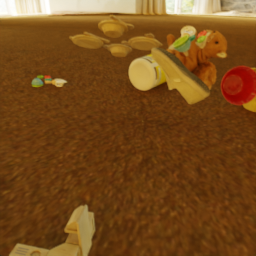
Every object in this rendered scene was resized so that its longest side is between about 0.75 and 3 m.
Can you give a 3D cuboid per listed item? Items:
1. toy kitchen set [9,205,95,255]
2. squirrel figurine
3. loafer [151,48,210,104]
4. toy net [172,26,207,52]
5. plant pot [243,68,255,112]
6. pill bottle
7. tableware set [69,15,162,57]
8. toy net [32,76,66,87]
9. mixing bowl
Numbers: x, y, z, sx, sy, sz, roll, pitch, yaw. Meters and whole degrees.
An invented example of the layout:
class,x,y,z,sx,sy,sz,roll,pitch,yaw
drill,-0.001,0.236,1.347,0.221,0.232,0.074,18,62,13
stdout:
class,x,y,z,sx,sy,sz,roll,pitch,yaw
toy kitchen set,-1.422,2.052,5.491,1.212,1.096,1.343,6,29,11
squirrel figurine,2.557,-2.485,10.124,2.015,2.159,1.528,-11,30,19
loafer,1.258,-1.366,7.457,1.958,0.669,0.741,46,31,12
toy net,1.265,-1.935,5.819,0.653,0.240,1.244,-30,24,26
plant pot,5.519,-1.511,11.793,2.016,1.431,2.016,1,30,-1
pill bottle,1.468,-3.055,14.546,1.588,1.588,2.907,21,34,34
tableware set,-0.421,-2.973,9.550,2.348,0.326,2.810,10,-7,-42
toy net,-4.069,-2.396,14.687,1.864,0.360,0.978,8,26,11
mixing bowl,2.821,-1.110,7.308,0.980,0.980,0.531,-1,11,-2
